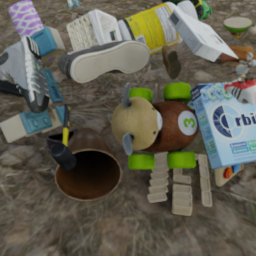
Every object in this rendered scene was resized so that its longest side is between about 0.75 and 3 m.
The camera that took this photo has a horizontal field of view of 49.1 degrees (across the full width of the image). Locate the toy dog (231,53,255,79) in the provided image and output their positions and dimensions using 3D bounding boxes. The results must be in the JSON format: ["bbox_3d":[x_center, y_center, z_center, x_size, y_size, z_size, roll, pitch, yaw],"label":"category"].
[{"bbox_3d":[3.348,-1.752,8.202,0.406,0.843,0.556,-9,60,-12],"label":"toy dog"}]

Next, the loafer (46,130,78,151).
[{"bbox_3d":[-2.081,0.382,10.247,1.801,0.567,0.647,-13,45,-14],"label":"loafer"}]

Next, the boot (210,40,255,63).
[{"bbox_3d":[5.490,-4.373,15.071,2.513,0.860,2.365,-1,43,-2],"label":"boot"}]

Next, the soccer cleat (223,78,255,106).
[{"bbox_3d":[2.565,-0.809,6.396,0.479,0.595,1.397,-18,7,1],"label":"soccer cleat"}]

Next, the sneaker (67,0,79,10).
[{"bbox_3d":[-2.066,-4.656,10.570,0.435,0.391,1.008,-6,26,-8],"label":"sneaker"}]

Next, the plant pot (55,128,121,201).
[{"bbox_3d":[-1.314,0.909,8.976,1.916,1.916,2.050,-7,31,-7],"label":"plant pot"}]

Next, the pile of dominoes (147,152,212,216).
[{"bbox_3d":[1.659,1.717,9.166,1.910,0.390,2.450,6,36,7],"label":"pile of dominoes"}]

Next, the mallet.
[{"bbox_3d":[-1.564,0.181,7.201,0.415,0.664,2.015,-15,39,8],"label":"mallet"}]

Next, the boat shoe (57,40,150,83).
[{"bbox_3d":[-0.553,-1.830,7.257,0.779,0.914,2.735,31,39,34],"label":"boat shoe"}]

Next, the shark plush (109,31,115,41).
[{"bbox_3d":[-0.339,-3.726,11.484,2.188,0.911,0.994,5,-4,-30],"label":"shark plush"}]

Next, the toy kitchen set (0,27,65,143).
[{"bbox_3d":[-2.792,-1.364,8.264,1.725,2.928,2.346,-22,2,19],"label":"toy kitchen set"}]

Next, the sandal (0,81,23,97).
[{"bbox_3d":[-5.483,-1.755,12.673,1.890,0.452,0.710,22,46,5],"label":"sandal"}]

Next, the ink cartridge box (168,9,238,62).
[{"bbox_3d":[2.010,-2.433,7.607,1.467,0.368,1.691,9,44,-36],"label":"ink cartridge box"}]

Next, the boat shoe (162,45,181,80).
[{"bbox_3d":[1.046,-1.618,6.849,0.370,1.030,0.350,-31,58,-6],"label":"boat shoe"}]

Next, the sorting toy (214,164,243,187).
[{"bbox_3d":[2.778,0.750,7.664,1.129,1.516,0.203,-24,25,-29],"label":"sorting toy"}]

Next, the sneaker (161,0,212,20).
[{"bbox_3d":[2.228,-4.933,11.001,1.077,0.987,2.529,-7,51,-41],"label":"sneaker"}]

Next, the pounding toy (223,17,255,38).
[{"bbox_3d":[3.619,-3.154,9.039,1.092,0.507,0.843,20,49,28],"label":"pounding toy"}]

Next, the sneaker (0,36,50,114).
[{"bbox_3d":[-2.921,-1.257,7.501,1.294,0.841,2.241,-18,70,10],"label":"sneaker"}]

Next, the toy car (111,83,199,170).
[{"bbox_3d":[0.494,-0.113,6.917,2.192,2.778,2.282,-5,82,21],"label":"toy car"}]

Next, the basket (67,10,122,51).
[{"bbox_3d":[-0.936,-2.676,8.357,1.041,1.144,1.687,-13,8,19],"label":"basket"}]

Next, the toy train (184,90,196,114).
[{"bbox_3d":[2.298,-0.724,11.207,1.353,1.012,2.375,23,49,39],"label":"toy train"}]

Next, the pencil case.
[{"bbox_3d":[-3.795,-3.791,11.186,1.035,2.466,1.054,-23,19,-3],"label":"pencil case"}]

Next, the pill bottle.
[{"bbox_3d":[1.015,-3.426,9.770,2.580,1.451,1.451,-21,46,-1],"label":"pill bottle"}]

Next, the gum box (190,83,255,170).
[{"bbox_3d":[2.715,-0.130,7.222,1.793,0.470,2.110,-6,73,-21],"label":"gum box"}]
